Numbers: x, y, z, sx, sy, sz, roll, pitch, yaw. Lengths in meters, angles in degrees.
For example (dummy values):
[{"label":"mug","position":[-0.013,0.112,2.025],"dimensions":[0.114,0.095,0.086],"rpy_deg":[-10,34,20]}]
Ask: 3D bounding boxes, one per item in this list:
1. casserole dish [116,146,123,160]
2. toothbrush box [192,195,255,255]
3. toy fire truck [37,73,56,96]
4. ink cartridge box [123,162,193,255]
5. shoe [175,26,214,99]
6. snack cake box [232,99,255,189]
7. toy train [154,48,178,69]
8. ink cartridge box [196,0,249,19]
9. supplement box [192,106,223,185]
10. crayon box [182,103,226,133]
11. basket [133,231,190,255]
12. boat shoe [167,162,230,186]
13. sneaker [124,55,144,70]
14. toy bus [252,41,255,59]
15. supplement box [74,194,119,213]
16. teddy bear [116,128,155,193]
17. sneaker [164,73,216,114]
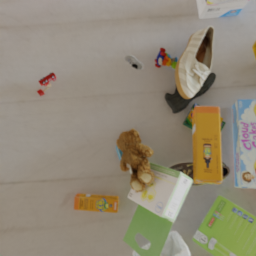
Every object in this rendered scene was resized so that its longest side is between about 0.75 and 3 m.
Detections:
[{"label":"casserole dish","position":[-0.109,0.863,9.793],"dimensions":[0.528,0.169,0.871],"rpy_deg":[-19,85,-3]},{"label":"toothbrush box","position":[3.453,3.445,8.706],"dimensions":[2.316,0.997,1.686],"rpy_deg":[30,86,26]},{"label":"toy fire truck","position":[-2.865,-1.529,9.837],"dimensions":[0.834,0.588,0.203],"rpy_deg":[-36,67,-14]},{"label":"ink cartridge box","position":[0.660,2.494,8.635],"dimensions":[0.647,1.962,2.697],"rpy_deg":[33,78,-27]},{"label":"shoe","position":[2.229,-2.205,9.098],"dimensions":[0.988,0.754,2.826],"rpy_deg":[32,62,-25]},{"label":"snack cake box","position":[4.390,0.537,9.215],"dimensions":[1.655,0.967,2.878],"rpy_deg":[0,79,9]},{"label":"toy train","position":[1.352,-2.224,9.595],"dimensions":[0.752,1.300,0.550],"rpy_deg":[20,122,-9]},{"label":"ink cartridge box","position":[3.321,-4.653,9.187],"dimensions":[1.484,2.578,0.874],"rpy_deg":[-6,84,-1]},{"label":"supplement box","position":[2.490,0.555,8.945],"dimensions":[0.813,0.841,2.444],"rpy_deg":[3,72,4]},{"label":"crayon box","position":[2.707,-0.174,9.819],"dimensions":[1.331,0.343,0.837],"rpy_deg":[29,85,3]},{"label":"basket","position":[1.197,4.369,8.661],"dimensions":[1.716,1.700,1.380],"rpy_deg":[-26,89,-3]},{"label":"boat shoe","position":[2.205,1.558,9.418],"dimensions":[2.328,0.693,0.836],"rpy_deg":[-7,86,2]},{"label":"sneaker","position":[0.164,-2.245,9.602],"dimensions":[0.779,0.291,0.320],"rpy_deg":[34,44,20]},{"label":"toy bus","position":[5.045,-2.126,9.619],"dimensions":[1.150,2.099,2.225],"rpy_deg":[-4,80,43]},{"label":"supplement box","position":[-1.057,2.537,9.447],"dimensions":[1.472,0.506,0.490],"rpy_deg":[4,86,-2]},{"label":"teddy bear","position":[0.284,1.042,9.059],"dimensions":[0.693,2.076,1.505],"rpy_deg":[1,125,-30]},{"label":"sneaker","position":[2.163,-1.387,9.778],"dimensions":[2.012,0.764,0.913],"rpy_deg":[-36,80,-5]}]
